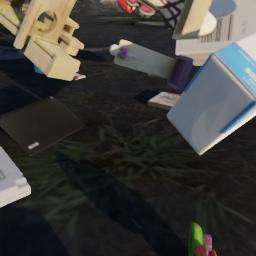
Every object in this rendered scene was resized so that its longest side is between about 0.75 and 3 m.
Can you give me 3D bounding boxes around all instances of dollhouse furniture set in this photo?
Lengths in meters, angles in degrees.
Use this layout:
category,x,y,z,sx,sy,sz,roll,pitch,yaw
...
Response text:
category,x,y,z,sx,sy,sz,roll,pitch,yaw
dollhouse furniture set,-1.127,-1.951,5.235,2.246,1.249,1.987,41,22,24
dollhouse furniture set,0.589,-2.260,6.126,1.640,2.311,1.831,16,17,-11

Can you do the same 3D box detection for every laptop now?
category,x,y,z,sx,sy,sz,roll,pitch,yaw
laptop,-2.829,-0.038,7.986,2.270,1.173,2.012,-12,14,39

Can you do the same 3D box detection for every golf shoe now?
category,x,y,z,sx,sy,sz,roll,pitch,yaw
golf shoe,1.101,-2.783,6.204,2.383,1.050,0.920,17,58,-19

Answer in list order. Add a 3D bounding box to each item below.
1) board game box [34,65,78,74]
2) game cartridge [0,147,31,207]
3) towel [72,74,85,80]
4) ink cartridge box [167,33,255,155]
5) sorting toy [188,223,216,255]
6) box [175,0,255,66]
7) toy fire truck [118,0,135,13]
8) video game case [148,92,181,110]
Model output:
category,x,y,z,sx,sy,sz,roll,pitch,yaw
board game box,-3.372,-2.836,13.215,1.620,0.380,1.223,15,30,26
game cartridge,-3.167,0.972,5.662,1.568,0.489,2.355,-24,35,-31
towel,-2.399,-2.309,12.505,0.822,0.093,0.592,18,30,28
ink cartridge box,1.980,-0.716,4.698,2.242,1.626,0.938,-29,71,-29
sorting toy,1.093,1.784,3.788,0.465,0.681,1.134,4,9,7
box,3.077,-3.405,8.773,2.542,2.556,1.670,6,0,37
toy fire truck,0.189,-4.675,8.930,0.442,1.811,1.277,39,18,12
video game case,1.504,-0.910,9.650,1.281,0.163,1.158,16,31,29
